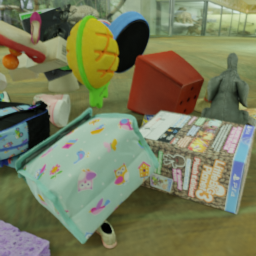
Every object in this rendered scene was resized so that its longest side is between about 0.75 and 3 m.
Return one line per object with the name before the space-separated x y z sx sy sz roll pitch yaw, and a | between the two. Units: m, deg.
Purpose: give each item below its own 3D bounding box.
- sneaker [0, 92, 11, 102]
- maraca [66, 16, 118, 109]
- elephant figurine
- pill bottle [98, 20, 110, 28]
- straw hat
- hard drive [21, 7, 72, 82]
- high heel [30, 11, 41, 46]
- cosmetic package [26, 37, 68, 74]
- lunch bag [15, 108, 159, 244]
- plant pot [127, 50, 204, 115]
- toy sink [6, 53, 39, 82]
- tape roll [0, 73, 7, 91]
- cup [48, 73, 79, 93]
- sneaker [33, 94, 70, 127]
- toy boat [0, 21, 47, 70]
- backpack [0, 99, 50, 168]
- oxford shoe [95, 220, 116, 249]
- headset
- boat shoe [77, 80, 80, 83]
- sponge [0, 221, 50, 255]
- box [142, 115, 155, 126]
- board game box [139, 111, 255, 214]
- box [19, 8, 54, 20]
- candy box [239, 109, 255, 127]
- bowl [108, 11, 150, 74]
sneaker | -5.461 -0.891 11.951 0.958 0.933 2.406 -17 28 -16
maraca | -1.043 -2.001 8.809 1.543 2.884 1.977 6 40 19
elephant figurine | 3.700 -1.331 10.621 1.898 2.683 2.081 -8 25 -17
pill bottle | -1.322 -4.119 13.228 0.989 0.989 1.763 3 66 7
straw hat | 4.216 -1.496 13.013 2.625 1.111 2.625 0 24 0
hard drive | -3.331 -3.679 12.451 1.917 2.843 0.602 -26 35 -12
high heel | -2.491 -2.651 7.502 0.286 0.849 0.407 3 49 -25
cosmetic package | -2.734 -2.449 9.580 1.579 0.817 0.577 -7 -16 32
lunch bag | -1.136 0.801 6.469 2.396 1.715 2.813 -40 27 -24
plant pot | 1.737 -1.667 12.027 2.185 2.479 2.477 34 39 32
toy sink | -3.964 -2.440 11.009 1.346 0.754 0.877 -14 59 -12
tape roll | -5.131 -1.523 9.767 1.673 0.306 1.673 -15 -6 -2
cup | -3.707 -2.827 15.922 1.721 1.231 1.721 0 24 0
sneaker | -3.186 -0.717 11.301 1.469 1.058 2.810 -2 19 -6
toy boat | -3.282 -2.250 8.213 1.179 1.181 1.806 35 12 23
backpack | -3.857 0.226 8.176 2.397 1.766 2.626 9 24 19
oxford shoe | -0.508 2.024 5.813 0.346 0.361 0.978 -14 27 -29
headset | -2.464 -3.320 10.913 1.850 2.996 1.407 9 49 -11
boat shoe | -3.397 -3.203 17.190 1.939 0.711 0.722 13 4 28
sponge | -2.895 2.278 5.196 2.560 0.382 1.428 12 26 24
box | 0.761 0.018 10.219 0.489 0.533 1.522 3 24 7
board game box | 1.734 0.707 7.562 2.827 1.369 2.254 12 26 26
box | -3.979 -4.667 13.842 1.196 2.184 2.475 -6 26 9
candy box | 5.193 -0.406 11.408 0.757 0.363 1.312 -3 23 -9
bowl | -0.075 -3.774 12.746 0.565 2.880 2.880 39 40 23
